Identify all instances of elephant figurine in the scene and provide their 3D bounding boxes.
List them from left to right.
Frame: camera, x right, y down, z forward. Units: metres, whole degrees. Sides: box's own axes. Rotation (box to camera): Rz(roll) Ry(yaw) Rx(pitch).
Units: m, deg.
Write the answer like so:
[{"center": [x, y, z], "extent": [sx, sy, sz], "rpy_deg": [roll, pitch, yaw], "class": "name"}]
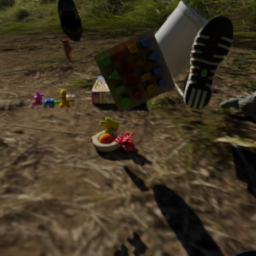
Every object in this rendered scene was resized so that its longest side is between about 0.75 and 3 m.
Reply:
[{"center": [5.346, -0.945, 11.322], "extent": [2.334, 1.811, 1.652], "rpy_deg": [-18, 73, -14], "class": "elephant figurine"}]

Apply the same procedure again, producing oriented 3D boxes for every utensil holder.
[{"center": [1.867, -3.136, 10.147], "extent": [1.755, 2.065, 1.755], "rpy_deg": [33, 29, -21], "class": "utensil holder"}]

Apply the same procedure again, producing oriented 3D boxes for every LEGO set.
[{"center": [-1.799, -0.767, 7.123], "extent": [1.150, 0.472, 0.438], "rpy_deg": [-3, 20, -35], "class": "LEGO set"}]

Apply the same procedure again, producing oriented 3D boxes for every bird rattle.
[{"center": [-0.527, 0.426, 9.240], "extent": [1.238, 0.855, 1.518], "rpy_deg": [-26, 47, -23], "class": "bird rattle"}]

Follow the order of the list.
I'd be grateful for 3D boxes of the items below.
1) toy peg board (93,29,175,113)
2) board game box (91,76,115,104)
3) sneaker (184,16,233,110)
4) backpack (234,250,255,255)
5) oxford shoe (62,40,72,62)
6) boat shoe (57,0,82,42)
[{"center": [0.166, -1.171, 5.938], "extent": [1.388, 1.394, 0.682], "rpy_deg": [-24, 14, 4], "class": "toy peg board"}, {"center": [-0.638, -1.987, 14.168], "extent": [2.082, 0.637, 2.749], "rpy_deg": [1, 25, 2], "class": "board game box"}, {"center": [2.299, -2.038, 8.836], "extent": [1.050, 2.775, 1.603], "rpy_deg": [18, 14, -2], "class": "sneaker"}, {"center": [1.977, 2.513, 3.731], "extent": [1.485, 1.259, 1.672], "rpy_deg": [-18, 24, -32], "class": "backpack"}, {"center": [-2.177, -2.813, 10.234], "extent": [0.287, 0.805, 0.287], "rpy_deg": [-17, 29, -15], "class": "oxford shoe"}, {"center": [-1.922, -3.472, 9.349], "extent": [0.737, 0.631, 2.014], "rpy_deg": [-13, -16, -5], "class": "boat shoe"}]
